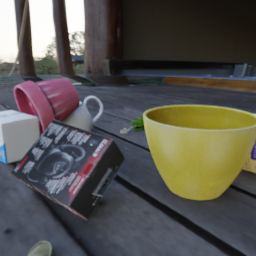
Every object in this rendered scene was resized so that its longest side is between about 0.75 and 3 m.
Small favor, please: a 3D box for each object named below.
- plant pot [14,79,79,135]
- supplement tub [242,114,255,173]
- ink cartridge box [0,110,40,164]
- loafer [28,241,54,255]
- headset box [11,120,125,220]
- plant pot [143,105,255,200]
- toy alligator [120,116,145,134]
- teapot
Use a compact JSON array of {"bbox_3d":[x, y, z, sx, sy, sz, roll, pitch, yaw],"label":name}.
[{"bbox_3d":[-3.018,-0.970,10.831,1.874,2.094,2.094,-30,30,-31],"label":"plant pot"},{"bbox_3d":[4.030,0.503,8.540,1.806,1.806,2.485,-12,18,-38],"label":"supplement tub"},{"bbox_3d":[-4.340,0.259,10.186,1.932,1.422,1.397,12,19,39],"label":"ink cartridge box"},{"bbox_3d":[-1.529,2.265,4.684,0.446,0.396,1.174,-1,15,-2],"label":"loafer"},{"bbox_3d":[-1.345,0.930,6.672,2.320,0.896,1.727,16,62,33],"label":"headset box"},{"bbox_3d":[1.832,0.653,7.488,2.903,2.061,2.903,0,16,0],"label":"plant pot"},{"bbox_3d":[0.761,-0.275,13.613,2.858,0.687,0.947,-14,20,-43],"label":"toy alligator"},{"bbox_3d":[-2.754,-0.599,12.649,2.456,1.817,2.488,7,16,23],"label":"teapot"}]
